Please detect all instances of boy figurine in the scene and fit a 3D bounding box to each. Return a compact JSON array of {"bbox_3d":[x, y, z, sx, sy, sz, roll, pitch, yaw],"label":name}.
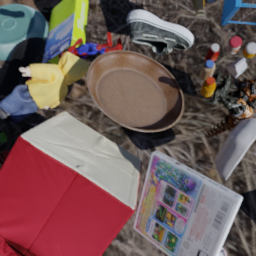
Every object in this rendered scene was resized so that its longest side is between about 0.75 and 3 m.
[{"bbox_3d":[-1.896,-0.943,6.193,2.247,1.397,0.724,-40,62,-11],"label":"boy figurine"}]

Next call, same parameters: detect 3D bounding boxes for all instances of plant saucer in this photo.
[{"bbox_3d":[0.137,-0.710,5.710,2.062,0.377,2.062,11,53,-16],"label":"plant saucer"},{"bbox_3d":[-4.574,-3.893,10.905,2.776,0.499,2.776,0,66,0],"label":"plant saucer"}]

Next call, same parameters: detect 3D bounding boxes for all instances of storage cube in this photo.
[{"bbox_3d":[-1.288,1.345,5.666,2.225,2.603,2.340,33,106,-2],"label":"storage cube"}]

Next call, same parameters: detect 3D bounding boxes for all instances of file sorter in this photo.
[{"bbox_3d":[3.280,-3.843,7.226,1.231,1.392,2.006,6,93,4],"label":"file sorter"}]

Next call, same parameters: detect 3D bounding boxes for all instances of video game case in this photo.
[{"bbox_3d":[0.984,1.652,5.327,1.768,1.943,0.230,28,28,33],"label":"video game case"}]

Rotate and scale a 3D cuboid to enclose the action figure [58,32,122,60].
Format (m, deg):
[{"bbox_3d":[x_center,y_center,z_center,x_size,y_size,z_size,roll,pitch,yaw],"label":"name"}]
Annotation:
[{"bbox_3d":[-1.110,-2.036,7.288,2.003,0.655,0.518,-6,88,35],"label":"action figure"}]

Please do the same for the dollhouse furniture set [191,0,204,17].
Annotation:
[{"bbox_3d":[2.362,-4.443,8.532,0.857,1.708,1.119,-11,60,10],"label":"dollhouse furniture set"}]

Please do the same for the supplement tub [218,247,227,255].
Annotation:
[{"bbox_3d":[2.286,3.447,7.485,0.544,0.775,0.544,-9,72,31],"label":"supplement tub"}]

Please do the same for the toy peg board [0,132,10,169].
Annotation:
[{"bbox_3d":[-3.289,1.145,6.184,0.970,1.984,1.976,-19,100,23],"label":"toy peg board"}]

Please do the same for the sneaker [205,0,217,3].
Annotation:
[{"bbox_3d":[3.625,-5.532,11.727,1.008,0.381,0.388,-22,55,-15],"label":"sneaker"}]

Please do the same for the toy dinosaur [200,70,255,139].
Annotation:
[{"bbox_3d":[2.667,-0.635,6.848,1.471,1.107,2.168,34,84,-11],"label":"toy dinosaur"}]

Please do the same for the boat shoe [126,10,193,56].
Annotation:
[{"bbox_3d":[0.782,-2.157,6.895,2.161,0.779,0.766,4,90,-39],"label":"boat shoe"}]

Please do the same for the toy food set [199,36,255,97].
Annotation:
[{"bbox_3d":[1.933,-1.336,5.549,1.465,0.659,0.700,-38,76,-1],"label":"toy food set"}]

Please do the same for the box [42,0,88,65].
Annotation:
[{"bbox_3d":[-1.845,-2.901,8.316,1.366,0.534,2.241,-21,57,36],"label":"box"}]

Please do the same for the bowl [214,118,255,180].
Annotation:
[{"bbox_3d":[2.600,0.420,6.676,0.515,1.380,1.378,35,46,20],"label":"bowl"}]

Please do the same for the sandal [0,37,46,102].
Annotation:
[{"bbox_3d":[-3.828,-2.019,10.109,1.049,0.629,2.792,23,83,16],"label":"sandal"}]
